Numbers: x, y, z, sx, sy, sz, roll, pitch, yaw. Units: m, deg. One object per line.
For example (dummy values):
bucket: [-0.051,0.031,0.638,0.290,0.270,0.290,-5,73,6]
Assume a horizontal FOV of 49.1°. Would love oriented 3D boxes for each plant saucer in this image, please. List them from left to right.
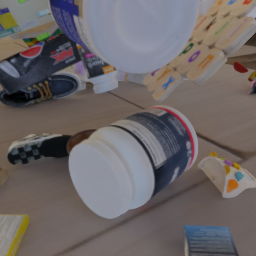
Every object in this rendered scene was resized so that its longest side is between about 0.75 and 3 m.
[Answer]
plant saucer: [-0.670,0.596,6.664,1.571,0.287,1.571,10,32,-6]

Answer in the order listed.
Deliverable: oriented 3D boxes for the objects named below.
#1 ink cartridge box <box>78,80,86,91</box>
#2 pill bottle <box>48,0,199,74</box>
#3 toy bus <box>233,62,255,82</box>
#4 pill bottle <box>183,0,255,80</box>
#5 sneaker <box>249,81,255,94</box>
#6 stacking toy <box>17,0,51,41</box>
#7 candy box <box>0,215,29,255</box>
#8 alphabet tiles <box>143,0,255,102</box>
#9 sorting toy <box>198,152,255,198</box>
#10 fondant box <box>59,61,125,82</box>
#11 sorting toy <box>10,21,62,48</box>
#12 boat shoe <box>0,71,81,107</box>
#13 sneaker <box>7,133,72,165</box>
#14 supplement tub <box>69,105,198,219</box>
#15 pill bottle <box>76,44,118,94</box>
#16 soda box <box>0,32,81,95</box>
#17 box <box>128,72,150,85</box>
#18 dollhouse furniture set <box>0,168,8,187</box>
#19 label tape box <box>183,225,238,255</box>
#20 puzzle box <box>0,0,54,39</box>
ink cartridge box: [-2.389,-1.914,11.969,0.753,0.454,1.037,-19,29,-34]
pill bottle: [-0.341,-1.942,4.288,1.576,1.576,2.634,-13,32,-25]
toy bus: [2.793,-0.989,5.203,1.309,0.717,1.387,22,28,-24]
pill bottle: [2.240,-2.693,8.055,1.532,2.730,1.532,12,62,-23]
sneaker: [5.460,-1.640,11.456,1.318,0.521,0.628,-22,44,-36]
stacking toy: [-1.686,-2.553,6.104,1.186,0.894,0.279,-41,27,-31]
candy box: [-2.201,1.967,4.156,0.894,0.231,1.749,3,26,0]
alphabet tiles: [1.375,-1.658,5.574,0.198,2.648,2.707,39,13,-20]
sorting toy: [2.242,0.982,6.039,0.986,0.585,1.095,12,21,-20]
fondant box: [-1.597,-2.610,12.366,1.892,0.764,2.623,20,20,30]
sorting toy: [-2.544,-3.557,9.430,2.145,0.746,2.132,10,58,38]
boat shoe: [-3.180,-1.341,10.289,2.826,1.000,1.283,-8,26,1]
sneaker: [-2.084,0.378,6.991,1.721,0.638,0.762,-7,29,-16]
supplement tub: [0.171,0.566,5.493,1.589,1.589,2.265,22,33,37]
pill bottle: [-0.615,-1.330,5.878,0.647,1.112,0.647,-17,15,5]
soda box: [-2.107,-1.606,6.715,2.080,0.736,0.659,-25,30,2]
box: [1.158,-3.203,12.753,2.086,2.097,1.371,-22,31,-39]
dollhouse furniture set: [-3.302,0.867,5.572,1.209,0.985,1.150,1,26,3]
label tape box: [1.234,1.928,4.136,0.727,0.319,1.008,2,26,3]
puzzle box: [-3.022,-3.255,7.566,1.974,1.313,0.251,-18,56,0]
